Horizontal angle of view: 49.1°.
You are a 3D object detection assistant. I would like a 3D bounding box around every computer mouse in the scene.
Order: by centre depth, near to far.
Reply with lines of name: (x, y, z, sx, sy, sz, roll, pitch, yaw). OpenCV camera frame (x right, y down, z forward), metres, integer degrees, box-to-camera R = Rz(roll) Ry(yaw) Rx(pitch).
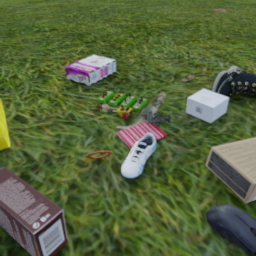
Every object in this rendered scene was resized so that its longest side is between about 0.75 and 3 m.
computer mouse: (2.741, 2.323, 6.572, 1.862, 0.491, 1.290, 26, 42, 34)

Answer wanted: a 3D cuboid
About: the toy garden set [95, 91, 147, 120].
toy garden set: (-0.425, -1.085, 11.862, 2.020, 0.403, 1.684, 15, 36, 21)

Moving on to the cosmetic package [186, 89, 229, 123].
cosmetic package: (3.183, -0.909, 11.288, 1.192, 0.732, 1.188, -30, 44, -34)

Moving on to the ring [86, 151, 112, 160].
ring: (-0.891, 0.861, 8.672, 0.835, 0.835, 0.080, -6, 71, -9)

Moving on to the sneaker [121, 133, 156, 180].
sneaker: (0.315, 0.829, 8.673, 0.689, 0.695, 1.917, 14, 39, 20)

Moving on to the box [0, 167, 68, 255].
box: (-2.476, 1.972, 6.538, 2.269, 1.136, 0.850, 23, 40, 29)

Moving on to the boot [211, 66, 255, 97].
boot: (5.116, -1.739, 12.260, 2.303, 1.100, 3.049, 25, 41, 29)

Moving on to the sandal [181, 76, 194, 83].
sandal: (3.037, -2.533, 14.237, 0.863, 0.233, 0.347, -24, 40, -31)

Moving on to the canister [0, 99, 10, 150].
canister: (-5.535, -0.005, 9.098, 2.796, 1.210, 2.077, -13, 61, -16)

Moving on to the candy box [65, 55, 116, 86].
candy box: (-1.897, -3.037, 14.570, 1.568, 0.701, 2.299, 20, 38, 27)

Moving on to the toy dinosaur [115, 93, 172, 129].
toy dinosaur: (0.864, -0.442, 10.766, 1.231, 0.663, 2.794, 21, 43, 35)

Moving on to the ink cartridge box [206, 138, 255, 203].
ink cartridge box: (3.536, 1.111, 7.972, 1.992, 0.748, 1.641, -8, 36, -27)

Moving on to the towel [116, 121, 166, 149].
towel: (0.485, 0.249, 10.050, 1.512, 0.170, 1.093, -20, 40, -24)
